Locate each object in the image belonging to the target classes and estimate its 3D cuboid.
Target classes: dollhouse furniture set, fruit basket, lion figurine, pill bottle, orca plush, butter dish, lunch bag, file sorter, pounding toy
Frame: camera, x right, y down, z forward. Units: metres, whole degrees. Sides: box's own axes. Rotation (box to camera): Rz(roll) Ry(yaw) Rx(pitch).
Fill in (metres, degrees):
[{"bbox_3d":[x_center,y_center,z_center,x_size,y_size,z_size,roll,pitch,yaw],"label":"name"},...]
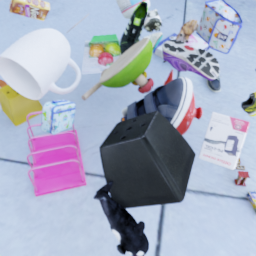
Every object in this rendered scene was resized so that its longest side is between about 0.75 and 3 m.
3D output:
[{"bbox_3d":[3.941,1.531,9.824,0.371,0.491,0.913,5,43,5],"label":"dollhouse furniture set"},{"bbox_3d":[-0.949,-2.891,11.338,1.742,0.882,1.881,-4,64,5],"label":"fruit basket"},{"bbox_3d":[2.046,-3.424,11.083,0.667,1.840,1.127,37,41,-12],"label":"lion figurine"},{"bbox_3d":[0.124,-5.544,11.910,1.296,2.383,1.296,-25,17,9],"label":"pill bottle"},{"bbox_3d":[0.065,2.011,6.099,0.684,1.924,1.012,-22,4,24],"label":"orca plush"},{"bbox_3d":[1.695,-0.557,9.066,1.410,1.902,1.907,9,57,0],"label":"butter dish"},{"bbox_3d":[-1.792,-0.308,7.269,0.420,0.819,1.019,17,16,20],"label":"lunch bag"},{"bbox_3d":[-2.585,0.740,9.767,1.741,1.571,2.505,-11,50,-10],"label":"file sorter"},{"bbox_3d":[0.016,-1.666,9.425,1.268,2.733,2.109,47,42,-18],"label":"pounding toy"},{"bbox_3d":[3.201,-3.506,9.774,0.943,1.295,1.523,-23,61,-19],"label":"lunch bag"}]

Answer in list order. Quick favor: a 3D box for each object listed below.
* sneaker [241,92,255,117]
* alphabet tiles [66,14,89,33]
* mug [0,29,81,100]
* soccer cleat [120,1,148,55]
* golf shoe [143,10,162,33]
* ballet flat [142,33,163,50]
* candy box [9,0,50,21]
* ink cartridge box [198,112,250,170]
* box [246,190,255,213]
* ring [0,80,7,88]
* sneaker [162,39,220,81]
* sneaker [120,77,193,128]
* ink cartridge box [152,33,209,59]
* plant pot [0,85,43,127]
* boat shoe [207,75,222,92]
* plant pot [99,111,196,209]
[{"bbox_3d":[4.626,-1.059,9.654,0.693,1.638,0.610,25,33,-20],"label":"sneaker"},{"bbox_3d":[-1.855,-3.739,10.107,0.936,0.035,0.782,-5,40,55],"label":"alphabet tiles"},{"bbox_3d":[-2.916,-2.246,10.084,2.559,1.889,2.244,36,59,-6],"label":"mug"},{"bbox_3d":[0.214,-3.764,10.742,0.748,0.899,2.217,19,89,-4],"label":"soccer cleat"},{"bbox_3d":[0.872,-3.982,10.321,0.667,0.761,1.727,-6,12,5],"label":"golf shoe"},{"bbox_3d":[0.776,-3.522,12.182,0.803,0.869,2.575,33,55,-6],"label":"ballet flat"},{"bbox_3d":[-3.294,-4.025,9.373,1.167,0.681,0.330,2,74,-34],"label":"candy box"},{"bbox_3d":[2.705,0.373,7.926,1.009,0.588,1.395,18,95,24],"label":"ink cartridge box"},{"bbox_3d":[4.185,2.448,9.160,0.270,0.248,0.771,-9,49,-8],"label":"box"},{"bbox_3d":[-6.461,-1.695,12.816,1.857,0.178,1.857,0,48,0],"label":"ring"},{"bbox_3d":[2.260,-2.385,10.215,2.366,0.987,0.954,38,66,26],"label":"sneaker"},{"bbox_3d":[0.520,-0.240,7.632,1.183,2.978,1.168,16,42,-21],"label":"sneaker"},{"bbox_3d":[2.685,-4.325,14.888,2.431,0.526,2.386,37,59,26],"label":"ink cartridge box"},{"bbox_3d":[-4.528,-1.152,11.650,1.381,1.218,1.381,-33,57,-26],"label":"plant pot"},{"bbox_3d":[4.040,-2.352,13.159,0.615,0.508,1.643,3,49,3],"label":"boat shoe"},{"bbox_3d":[0.359,0.639,6.453,1.740,1.544,1.736,-15,25,31],"label":"plant pot"}]
